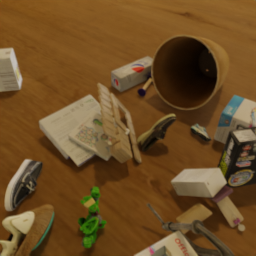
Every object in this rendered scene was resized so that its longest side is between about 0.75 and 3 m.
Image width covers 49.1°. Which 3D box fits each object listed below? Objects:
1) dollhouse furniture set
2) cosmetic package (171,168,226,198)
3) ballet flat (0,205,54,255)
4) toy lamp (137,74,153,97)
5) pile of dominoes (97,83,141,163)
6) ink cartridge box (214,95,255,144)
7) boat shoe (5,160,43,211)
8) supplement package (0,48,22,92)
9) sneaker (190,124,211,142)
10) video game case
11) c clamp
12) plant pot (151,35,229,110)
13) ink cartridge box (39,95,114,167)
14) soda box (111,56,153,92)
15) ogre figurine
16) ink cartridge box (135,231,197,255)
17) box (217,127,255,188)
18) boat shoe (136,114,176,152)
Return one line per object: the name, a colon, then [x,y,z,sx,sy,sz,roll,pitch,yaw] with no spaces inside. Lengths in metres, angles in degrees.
dollhouse furniture set: [2.161,2.474,7.541,1.715,1.359,1.217,-34,92,-3]
cosmetic package: [1.911,1.505,7.737,0.692,0.486,1.365,-33,8,-30]
ballet flat: [-2.709,2.747,6.502,0.933,0.995,2.750,-13,35,36]
toy lamp: [0.841,-1.904,12.050,0.420,0.420,1.442,18,45,18]
pile of dominoes: [-0.451,-0.136,9.194,0.429,2.098,2.692,-30,42,16]
ink cartridge box: [4.038,-0.047,9.411,1.703,1.249,1.244,25,48,26]
boat shoe: [-2.965,1.629,8.125,0.596,0.631,1.760,3,36,5]
supplement package: [-5.112,-2.421,11.762,0.843,1.539,0.875,-7,43,-7]
sneaker: [2.613,0.138,9.842,0.368,0.331,0.853,-38,54,-15]
video game case: [-0.950,0.201,9.361,1.550,0.184,1.411,30,53,13]
c clamp: [1.367,2.415,6.315,0.277,2.043,1.745,-42,94,-26]
plant pot: [2.879,-2.443,11.259,2.742,2.742,2.943,30,37,28]
ink cartridge box: [-1.535,0.090,9.737,2.203,0.486,2.244,-32,66,-30]
soda box: [0.295,-2.396,12.332,2.159,0.737,0.685,-28,50,-28]
ogre figurine: [-0.915,2.337,7.055,0.707,0.864,1.442,-11,52,-12]
ink cartridge box: [0.678,3.398,5.980,2.007,0.878,1.458,-19,46,-22]
box: [3.899,0.789,7.984,2.473,1.981,0.547,-7,42,-8]
boat shoe: [0.993,0.184,9.236,0.594,1.624,0.526,12,43,-51]
